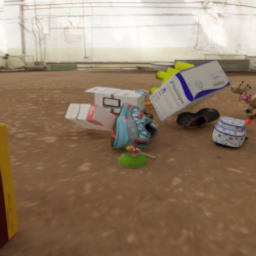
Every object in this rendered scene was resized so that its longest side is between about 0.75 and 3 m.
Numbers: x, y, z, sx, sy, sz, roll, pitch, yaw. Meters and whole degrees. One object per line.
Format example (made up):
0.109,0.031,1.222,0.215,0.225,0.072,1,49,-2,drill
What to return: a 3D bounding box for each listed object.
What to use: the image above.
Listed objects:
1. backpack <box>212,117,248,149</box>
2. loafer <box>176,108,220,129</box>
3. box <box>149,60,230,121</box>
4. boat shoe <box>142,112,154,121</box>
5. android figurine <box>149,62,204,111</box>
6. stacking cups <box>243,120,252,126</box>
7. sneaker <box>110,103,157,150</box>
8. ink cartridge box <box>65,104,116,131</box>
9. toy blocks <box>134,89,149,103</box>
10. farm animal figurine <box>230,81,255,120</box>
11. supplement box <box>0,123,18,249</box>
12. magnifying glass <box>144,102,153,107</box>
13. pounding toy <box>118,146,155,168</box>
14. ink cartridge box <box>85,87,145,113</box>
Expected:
2.981,0.154,8.231,1.064,0.820,1.014,9,28,21,backpack
2.676,-0.275,10.262,1.808,0.658,0.653,-13,34,-21,loafer
2.094,-1.283,9.815,1.864,1.063,2.027,-23,-7,-31,box
0.683,-0.496,11.507,0.360,0.304,1.010,-11,18,-36,boat shoe
2.264,-1.725,12.494,2.640,2.403,0.542,24,-2,32,android figurine
4.140,-0.190,9.921,0.241,0.241,0.797,0,-8,1,stacking cups
0.247,0.047,8.615,1.278,1.061,2.676,14,23,2,sneaker
-1.240,-0.347,9.199,1.343,0.570,0.978,4,-18,40,ink cartridge box
0.596,-1.627,14.732,0.757,0.840,0.899,0,17,-22,toy blocks
5.155,-1.085,11.662,1.808,1.828,0.953,-18,-16,-32,farm animal figurine
-3.147,1.007,3.078,2.546,1.714,2.582,3,15,11,supplement box
1.504,-1.250,14.061,1.536,0.172,0.611,-9,57,-20,magnifying glass
0.177,0.635,6.994,0.717,0.431,0.929,11,19,36,pounding toy
-0.597,-1.284,13.038,2.526,0.857,1.465,9,18,16,ink cartridge box
